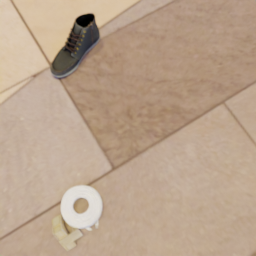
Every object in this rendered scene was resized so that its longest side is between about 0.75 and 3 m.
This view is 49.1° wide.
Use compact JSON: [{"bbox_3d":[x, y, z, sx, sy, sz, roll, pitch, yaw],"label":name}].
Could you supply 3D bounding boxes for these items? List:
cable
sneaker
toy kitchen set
[{"bbox_3d":[-1.427,2.388,8.506,1.280,0.443,1.280,11,74,3],"label":"cable"},{"bbox_3d":[-1.940,-2.876,9.630,0.886,1.258,2.368,36,78,9],"label":"sneaker"},{"bbox_3d":[-1.785,3.053,8.398,0.647,0.716,0.793,-31,116,-6],"label":"toy kitchen set"}]
